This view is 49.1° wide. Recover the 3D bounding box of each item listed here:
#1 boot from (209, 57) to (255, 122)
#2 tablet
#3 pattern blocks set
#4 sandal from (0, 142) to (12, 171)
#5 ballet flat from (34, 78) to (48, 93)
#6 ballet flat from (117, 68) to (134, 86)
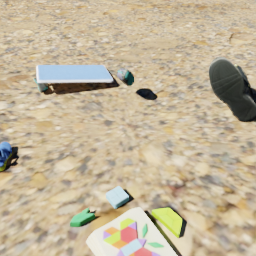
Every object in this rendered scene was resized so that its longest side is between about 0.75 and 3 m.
[{"bbox_3d":[3.120,-1.493,8.565,0.852,2.361,1.783,-27,32,30],"label":"boot"},{"bbox_3d":[-1.980,-1.978,10.280,2.613,0.178,1.700,-4,32,-17],"label":"tablet"},{"bbox_3d":[0.091,2.308,5.293,2.743,0.222,2.411,30,48,32],"label":"pattern blocks set"},{"bbox_3d":[-3.235,0.669,7.175,0.365,0.400,0.919,-2,41,-6],"label":"sandal"},{"bbox_3d":[-3.074,-1.567,9.982,0.345,0.343,1.009,-34,47,-7],"label":"ballet flat"},{"bbox_3d":[-0.113,-1.700,9.166,0.465,0.465,1.294,9,-1,11],"label":"ballet flat"}]
